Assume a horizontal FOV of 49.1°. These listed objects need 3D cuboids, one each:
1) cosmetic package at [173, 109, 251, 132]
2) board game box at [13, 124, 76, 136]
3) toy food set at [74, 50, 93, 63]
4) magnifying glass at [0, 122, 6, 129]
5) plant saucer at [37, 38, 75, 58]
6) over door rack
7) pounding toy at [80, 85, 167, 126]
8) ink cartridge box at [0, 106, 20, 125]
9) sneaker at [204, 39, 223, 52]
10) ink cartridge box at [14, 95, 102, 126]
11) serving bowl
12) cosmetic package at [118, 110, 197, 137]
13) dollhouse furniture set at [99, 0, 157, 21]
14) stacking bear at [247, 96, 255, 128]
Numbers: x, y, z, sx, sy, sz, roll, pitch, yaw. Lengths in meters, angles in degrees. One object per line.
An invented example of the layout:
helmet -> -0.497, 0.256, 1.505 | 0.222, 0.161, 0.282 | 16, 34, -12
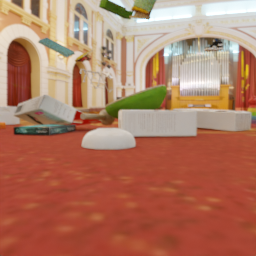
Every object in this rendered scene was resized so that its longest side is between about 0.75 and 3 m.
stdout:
cosmetic package -> 3.148, -0.360, 10.895 | 1.162, 0.713, 2.816 | -1, 6, -40
board game box -> -2.601, 0.042, 8.989 | 1.202, 0.250, 1.777 | 0, 4, 13
toy food set -> -1.993, -3.156, 12.767 | 0.649, 0.360, 1.102 | -45, 26, -28
magnifying glass -> -6.065, -0.044, 10.556 | 2.644, 0.296, 1.052 | -4, 5, -31
plant saucer -> -2.699, -3.043, 10.530 | 1.433, 0.136, 0.501 | 29, 41, 16
over door rack -> -1.457, -2.034, 12.518 | 1.027, 0.463, 1.390 | 19, -18, 36
pounding toy -> 0.145, -0.374, 9.725 | 2.871, 1.332, 2.216 | -20, 0, 16
ink cartridge box -> -6.822, -0.647, 14.257 | 2.211, 0.947, 1.632 | 6, 6, 39
sneaker -> 3.548, -3.482, 11.761 | 0.896, 0.501, 0.328 | -8, -3, -19
ink cartridge box -> -2.721, -0.344, 10.658 | 2.391, 0.600, 2.755 | 28, -20, -34
serving bowl -> -0.393, 0.197, 5.724 | 1.099, 0.361, 1.099 | 1, 3, 0
cosmetic package -> 0.800, -0.146, 8.012 | 2.071, 0.767, 1.053 | -2, 4, -8
dollhouse furniture set -> 0.059, -3.656, 7.609 | 0.904, 1.179, 1.800 | 15, 16, -30
stacking bear -> 5.390, -0.691, 11.877 | 0.813, 1.339, 0.761 | -2, 4, -24
